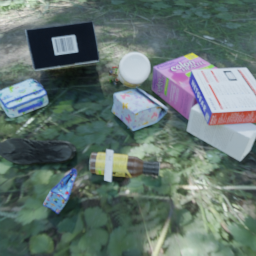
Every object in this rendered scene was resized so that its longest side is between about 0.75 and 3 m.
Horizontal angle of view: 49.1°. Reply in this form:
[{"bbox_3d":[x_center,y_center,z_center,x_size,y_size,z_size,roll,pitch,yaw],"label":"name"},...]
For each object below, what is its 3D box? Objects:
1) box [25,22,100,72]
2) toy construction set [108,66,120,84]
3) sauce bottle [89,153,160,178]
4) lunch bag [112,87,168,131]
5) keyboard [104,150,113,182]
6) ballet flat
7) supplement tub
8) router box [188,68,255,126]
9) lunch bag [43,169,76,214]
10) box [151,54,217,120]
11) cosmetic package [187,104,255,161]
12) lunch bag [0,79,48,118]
[{"bbox_3d":[-3.049,-3.862,13.423,2.950,1.828,2.900,-11,15,-9],"label":"box"},{"bbox_3d":[-0.526,-2.617,13.770,0.661,0.860,0.718,-19,41,-34],"label":"toy construction set"},{"bbox_3d":[-0.115,1.293,9.515,2.364,0.765,0.765,5,43,7],"label":"sauce bottle"},{"bbox_3d":[0.497,-0.911,11.674,1.854,1.179,1.572,-17,44,-32],"label":"lunch bag"},{"bbox_3d":[-0.618,1.208,8.937,0.286,1.017,0.054,9,7,39],"label":"keyboard"},{"bbox_3d":[-3.313,0.868,10.163,2.859,0.950,0.812,4,1,2],"label":"ballet flat"},{"bbox_3d":[0.215,-2.438,12.101,1.278,1.278,1.770,-4,1,-4],"label":"supplement tub"},{"bbox_3d":[3.779,-1.266,10.541,2.336,0.636,2.602,-3,45,-5],"label":"router box"},{"bbox_3d":[-1.958,1.847,8.561,0.558,0.893,1.187,32,39,-4],"label":"lunch bag"},{"bbox_3d":[2.853,-1.943,12.651,2.408,1.323,2.737,-23,47,-24],"label":"box"},{"bbox_3d":[3.487,0.055,10.558,2.368,1.201,0.844,34,51,30],"label":"cosmetic package"},{"bbox_3d":[-4.624,-1.318,12.402,1.913,0.789,1.538,-26,51,-24],"label":"lunch bag"}]
